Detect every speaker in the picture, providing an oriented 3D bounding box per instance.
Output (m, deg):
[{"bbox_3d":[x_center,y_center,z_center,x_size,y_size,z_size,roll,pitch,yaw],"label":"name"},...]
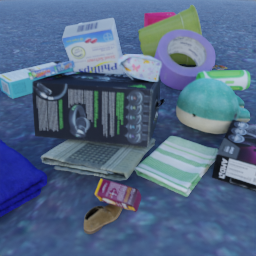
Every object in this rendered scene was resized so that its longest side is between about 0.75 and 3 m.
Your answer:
[{"bbox_3d":[3.024,-1.506,8.971,1.572,0.695,0.695,-3,30,-2],"label":"speaker"}]

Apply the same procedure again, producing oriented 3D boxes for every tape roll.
[{"bbox_3d":[2.117,-2.600,10.707,2.191,0.931,2.191,3,65,-6],"label":"tape roll"}]

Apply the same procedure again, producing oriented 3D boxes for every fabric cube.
[{"bbox_3d":[1.896,-5.821,16.580,1.729,1.735,1.702,-1,31,-2],"label":"fabric cube"}]

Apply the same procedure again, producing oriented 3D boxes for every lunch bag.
[{"bbox_3d":[0.236,-1.496,6.907,0.993,0.631,0.842,11,16,-9],"label":"lunch bag"}]

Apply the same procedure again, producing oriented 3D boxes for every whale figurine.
[{"bbox_3d":[2.566,-0.809,8.176,2.108,1.375,2.650,24,29,35],"label":"whale figurine"}]

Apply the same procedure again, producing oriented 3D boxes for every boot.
[{"bbox_3d":[-0.439,1.558,5.149,0.330,0.339,0.898,15,28,38],"label":"boot"}]

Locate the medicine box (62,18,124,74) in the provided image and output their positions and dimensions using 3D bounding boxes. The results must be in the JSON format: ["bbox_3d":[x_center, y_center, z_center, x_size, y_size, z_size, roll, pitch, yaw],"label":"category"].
[{"bbox_3d":[-1.256,-2.913,10.791,1.873,2.056,1.058,-8,43,7],"label":"medicine box"}]

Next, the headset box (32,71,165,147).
[{"bbox_3d":[-0.529,-0.642,7.427,2.967,1.377,2.584,6,17,10],"label":"headset box"}]

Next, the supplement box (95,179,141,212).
[{"bbox_3d":[-0.177,1.251,5.197,0.762,0.421,0.326,12,62,19],"label":"supplement box"}]

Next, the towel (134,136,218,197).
[{"bbox_3d":[1.181,0.784,6.618,1.410,0.216,1.849,18,35,31],"label":"towel"}]

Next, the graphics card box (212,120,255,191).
[{"bbox_3d":[3.507,0.781,6.111,2.899,0.737,1.819,15,33,26],"label":"graphics card box"}]

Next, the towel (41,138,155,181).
[{"bbox_3d":[-0.615,0.573,6.608,2.085,0.374,2.165,9,21,20],"label":"towel"}]

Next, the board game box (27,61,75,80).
[{"bbox_3d":[-1.893,-1.460,7.021,0.733,0.187,1.084,-9,18,19],"label":"board game box"}]

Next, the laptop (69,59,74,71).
[{"bbox_3d":[-1.976,-2.620,12.118,1.091,0.636,1.231,-7,31,-10],"label":"laptop"}]

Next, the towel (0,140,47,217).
[{"bbox_3d":[-3.165,1.007,5.743,2.625,0.650,1.938,24,38,33],"label":"towel"}]

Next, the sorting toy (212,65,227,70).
[{"bbox_3d":[4.238,-2.820,12.970,0.769,0.130,0.371,-8,31,-14],"label":"sorting toy"}]

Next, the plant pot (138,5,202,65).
[{"bbox_3d":[1.865,-3.925,12.900,2.575,2.712,2.712,-11,29,8],"label":"plant pot"}]

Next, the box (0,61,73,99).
[{"bbox_3d":[-3.506,-1.929,10.896,2.612,0.642,1.075,-25,38,-36],"label":"box"}]
